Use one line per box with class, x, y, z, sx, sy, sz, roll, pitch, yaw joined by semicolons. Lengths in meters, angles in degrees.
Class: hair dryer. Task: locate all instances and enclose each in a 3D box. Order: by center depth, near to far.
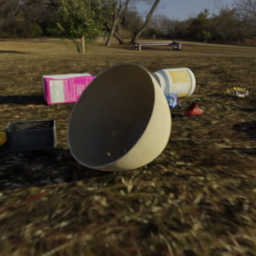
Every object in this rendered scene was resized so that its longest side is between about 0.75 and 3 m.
hair dryer;2.601;-0.752;11.194;0.963;0.343;1.264;-19;-24;37

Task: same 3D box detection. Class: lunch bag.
lunch bag;1.714;-1.162;12.916;0.877;0.548;1.166;7;32;19

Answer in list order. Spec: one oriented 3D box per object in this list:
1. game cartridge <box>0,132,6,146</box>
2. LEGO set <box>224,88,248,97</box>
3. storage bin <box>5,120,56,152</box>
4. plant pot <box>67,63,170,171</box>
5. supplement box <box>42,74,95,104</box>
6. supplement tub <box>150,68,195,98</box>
game cartridge;-4.575;0.429;8.496;1.498;0.243;1.320;2;19;-2
LEGO set;5.802;-1.842;15.109;1.261;0.469;0.580;3;-16;23
storage bin;-2.898;0.210;8.461;1.378;0.646;0.932;-5;20;-13
plant pot;0.036;-0.036;6.992;2.608;2.608;1.751;20;-8;45
supplement box;-2.957;-2.000;14.052;2.417;1.249;1.223;-7;21;-23
supplement tub;2.180;-2.248;14.363;2.080;1.505;1.505;-10;21;-26
